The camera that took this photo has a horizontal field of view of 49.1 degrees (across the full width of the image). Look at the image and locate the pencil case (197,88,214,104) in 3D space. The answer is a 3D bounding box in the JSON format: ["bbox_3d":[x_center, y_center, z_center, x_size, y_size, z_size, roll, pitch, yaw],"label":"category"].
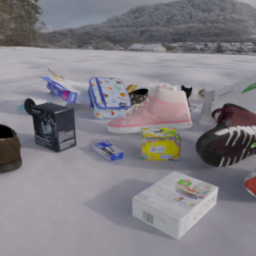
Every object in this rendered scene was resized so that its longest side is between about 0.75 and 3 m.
[{"bbox_3d":[4.163,-1.558,13.654,1.637,0.732,0.637,14,24,38],"label":"pencil case"}]

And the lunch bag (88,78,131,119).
[{"bbox_3d":[-0.831,-1.241,11.512,1.643,0.775,2.050,-1,47,-22],"label":"lunch bag"}]

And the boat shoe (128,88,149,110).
[{"bbox_3d":[0.046,-1.282,12.735,2.329,0.730,0.852,-22,41,-39],"label":"boat shoe"}]

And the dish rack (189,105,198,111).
[{"bbox_3d":[2.650,-0.875,12.503,0.681,0.173,0.794,-17,25,-42],"label":"dish rack"}]

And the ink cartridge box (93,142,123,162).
[{"bbox_3d":[-0.570,0.650,7.936,0.441,0.207,0.938,-12,22,-34],"label":"ink cartridge box"}]

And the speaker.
[{"bbox_3d":[-3.567,-1.113,12.243,0.788,0.788,1.942,10,22,26],"label":"speaker"}]

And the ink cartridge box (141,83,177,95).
[{"bbox_3d":[1.623,-1.903,14.669,1.709,0.717,1.237,6,19,16],"label":"ink cartridge box"}]

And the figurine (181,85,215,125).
[{"bbox_3d":[2.616,-0.901,10.684,1.416,1.382,0.610,10,21,26],"label":"figurine"}]

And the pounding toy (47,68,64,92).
[{"bbox_3d":[-3.863,-2.192,15.238,1.366,0.821,1.770,24,30,-56],"label":"pounding toy"}]

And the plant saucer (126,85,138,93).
[{"bbox_3d":[0.054,-2.034,14.830,0.793,0.192,0.793,-48,25,-16],"label":"plant saucer"}]

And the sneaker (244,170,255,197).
[{"bbox_3d":[3.041,1.088,6.077,1.830,0.712,0.752,-3,12,-38],"label":"sneaker"}]

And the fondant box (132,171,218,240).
[{"bbox_3d":[0.922,1.403,5.386,1.035,0.418,1.435,16,25,39],"label":"fondant box"}]

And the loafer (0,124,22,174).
[{"bbox_3d":[-3.477,0.290,7.785,1.000,0.978,2.741,-11,22,-29],"label":"loafer"}]

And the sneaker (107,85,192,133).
[{"bbox_3d":[0.623,-0.626,9.314,2.829,1.479,1.065,-5,9,16],"label":"sneaker"}]

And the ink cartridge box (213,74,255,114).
[{"bbox_3d":[4.254,-1.021,10.171,1.978,1.147,2.731,-22,8,22],"label":"ink cartridge box"}]

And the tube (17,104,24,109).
[{"bbox_3d":[-3.945,-1.248,13.163,0.908,0.591,2.344,7,25,34],"label":"tube"}]

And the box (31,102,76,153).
[{"bbox_3d":[-2.231,-0.047,8.408,1.206,1.227,0.720,14,24,38],"label":"box"}]

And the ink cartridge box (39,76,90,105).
[{"bbox_3d":[-2.307,-1.593,12.410,1.736,0.610,2.909,32,17,35],"label":"ink cartridge box"}]

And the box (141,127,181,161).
[{"bbox_3d":[0.886,0.427,7.906,1.054,0.643,1.015,0,19,2],"label":"box"}]

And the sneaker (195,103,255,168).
[{"bbox_3d":[2.590,0.056,7.574,2.969,1.123,1.715,-5,35,-31],"label":"sneaker"}]
